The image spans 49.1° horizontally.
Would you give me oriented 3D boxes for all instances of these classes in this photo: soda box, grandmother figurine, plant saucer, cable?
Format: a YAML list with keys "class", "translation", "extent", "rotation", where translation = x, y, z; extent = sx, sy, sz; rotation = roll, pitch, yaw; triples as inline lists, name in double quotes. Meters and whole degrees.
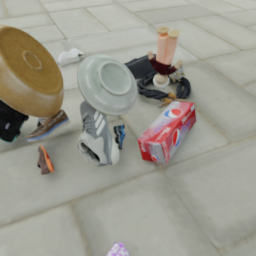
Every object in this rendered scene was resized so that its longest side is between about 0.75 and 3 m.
- class: "soda box"
  translation: [1.181, 0.062, 8.067]
  extent: [0.781, 0.707, 2.230]
  rotation: [8, 36, 34]
- class: "grandmother figurine"
  translation: [1.150, -2.204, 9.230]
  extent: [0.638, 2.107, 1.278]
  rotation: [-33, 53, -30]
- class: "plant saucer"
  translation: [-2.298, -1.414, 6.389]
  extent: [0.446, 2.517, 2.517]
  rotation: [-32, 34, 23]
- class: "plant saucer"
  translation: [-0.455, -1.296, 7.816]
  extent: [1.916, 0.481, 1.916]
  rotation: [14, 63, -28]
- class: "cable"
  translation: [1.233, -1.442, 10.232]
  extent: [2.144, 0.545, 1.750]
  rotation: [-22, 50, -31]

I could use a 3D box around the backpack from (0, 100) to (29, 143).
- class: "backpack"
  translation: [-3.763, -0.411, 8.028]
  extent: [1.095, 1.428, 1.256]
  rotation: [28, 88, 50]

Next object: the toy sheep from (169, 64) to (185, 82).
- class: "toy sheep"
  translation: [1.778, -2.046, 10.213]
  extent: [0.611, 0.886, 0.611]
  rotation: [8, 66, -19]

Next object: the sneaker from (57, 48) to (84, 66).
- class: "sneaker"
  translation: [-2.475, -3.044, 12.089]
  extent: [0.566, 0.497, 1.413]
  rotation: [24, 45, 21]

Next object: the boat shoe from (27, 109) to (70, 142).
- class: "boat shoe"
  translation: [-2.364, -0.096, 8.100]
  extent: [0.526, 0.527, 1.455]
  rotation: [-3, 24, 39]

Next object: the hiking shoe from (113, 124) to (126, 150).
- class: "hiking shoe"
  translation: [-0.195, 0.276, 7.911]
  extent: [0.333, 0.768, 0.286]
  rotation: [-16, 29, -21]

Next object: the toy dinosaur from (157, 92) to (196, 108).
- class: "toy dinosaur"
  translation: [1.506, -0.877, 9.055]
  extent: [1.253, 0.666, 0.379]
  rotation: [-3, 73, 32]

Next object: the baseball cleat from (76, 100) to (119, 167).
- class: "baseball cleat"
  translation: [-0.971, 0.048, 7.441]
  extent: [1.139, 0.746, 2.140]
  rotation: [1, 50, -50]

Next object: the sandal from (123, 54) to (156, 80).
- class: "sandal"
  translation: [0.309, -2.286, 10.720]
  extent: [2.609, 0.992, 0.559]
  rotation: [-16, 38, -22]

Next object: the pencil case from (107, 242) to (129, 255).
- class: "pencil case"
  translation: [-0.363, 2.690, 5.378]
  extent: [0.410, 0.418, 0.978]
  rotation: [25, 47, 21]

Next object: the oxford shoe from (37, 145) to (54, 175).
- class: "oxford shoe"
  translation: [-2.285, 0.839, 7.436]
  extent: [0.364, 0.357, 1.003]
  rotation: [-27, 44, -13]
